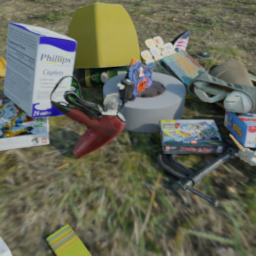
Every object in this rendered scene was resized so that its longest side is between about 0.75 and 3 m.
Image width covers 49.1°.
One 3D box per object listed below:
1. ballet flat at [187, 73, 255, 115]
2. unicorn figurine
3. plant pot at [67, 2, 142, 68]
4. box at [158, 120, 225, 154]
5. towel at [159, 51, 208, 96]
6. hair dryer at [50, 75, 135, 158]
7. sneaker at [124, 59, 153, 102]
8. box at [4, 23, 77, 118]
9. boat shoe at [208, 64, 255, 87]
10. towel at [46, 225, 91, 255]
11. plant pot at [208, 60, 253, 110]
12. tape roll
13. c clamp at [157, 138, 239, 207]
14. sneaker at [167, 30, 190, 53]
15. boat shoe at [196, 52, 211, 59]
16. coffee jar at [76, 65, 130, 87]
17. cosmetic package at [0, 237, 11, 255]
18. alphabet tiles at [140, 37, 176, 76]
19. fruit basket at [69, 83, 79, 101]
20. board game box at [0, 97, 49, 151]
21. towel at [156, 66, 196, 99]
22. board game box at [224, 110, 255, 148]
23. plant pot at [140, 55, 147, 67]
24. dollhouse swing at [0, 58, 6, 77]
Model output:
[{"bbox_3d":[2.885,-0.878,8.224,0.865,0.915,2.716,-33,41,-24],"label":"ballet flat"},{"bbox_3d":[4.015,0.913,7.074,2.579,0.952,1.771,0,21,-26],"label":"unicorn figurine"},{"bbox_3d":[-1.028,-3.601,11.072,2.253,2.305,2.238,-16,19,-42],"label":"plant pot"},{"bbox_3d":[1.756,0.235,7.986,1.655,0.312,1.130,0,40,-3],"label":"box"},{"bbox_3d":[2.359,-2.289,11.115,1.858,0.275,2.533,46,38,6],"label":"towel"},{"bbox_3d":[-1.001,-0.240,7.163,1.991,2.614,0.710,-1,39,-19],"label":"hair dryer"},{"bbox_3d":[0.351,-1.553,9.055,0.915,0.879,2.333,20,38,-3],"label":"sneaker"},{"bbox_3d":[-2.755,-1.779,8.555,1.220,2.326,2.139,-8,29,-44],"label":"box"},{"bbox_3d":[4.440,-1.758,10.853,0.900,0.978,2.738,-20,41,-40],"label":"boat shoe"},{"bbox_3d":[-1.090,2.445,5.446,0.523,0.110,1.216,-29,45,-28],"label":"towel"},{"bbox_3d":[3.623,-1.251,9.693,1.657,1.657,1.438,-12,53,-16],"label":"plant pot"},{"bbox_3d":[0.544,-0.987,9.671,2.780,0.918,2.780,0,34,0],"label":"tape roll"},{"bbox_3d":[2.022,0.902,7.510,2.597,0.352,2.218,-30,38,-36],"label":"c clamp"},{"bbox_3d":[2.456,-3.790,13.446,0.793,0.927,2.260,-11,35,54],"label":"sneaker"},{"bbox_3d":[3.840,-3.696,14.194,0.758,0.234,0.284,25,42,32],"label":"boat shoe"},{"bbox_3d":[-0.951,-2.187,11.373,2.210,0.943,1.152,3,33,3],"label":"coffee jar"},{"bbox_3d":[-2.874,2.233,5.345,1.500,0.555,0.763,28,44,36],"label":"cosmetic package"},{"bbox_3d":[1.445,-2.851,11.616,1.905,0.142,1.948,-27,87,-34],"label":"alphabet tiles"},{"bbox_3d":[-2.335,-1.408,10.212,1.040,1.040,0.750,12,63,17],"label":"fruit basket"},{"bbox_3d":[-3.440,-0.276,9.042,1.637,0.449,2.593,-8,35,-13],"label":"board game box"},{"bbox_3d":[1.872,-1.999,11.722,1.251,0.263,2.908,-14,37,-18],"label":"towel"},{"bbox_3d":[4.083,-0.017,7.998,2.130,0.595,2.086,4,17,5],"label":"board game box"},{"bbox_3d":[0.558,-2.390,11.841,0.939,0.939,1.004,-4,46,-6],"label":"plant pot"},{"bbox_3d":[-5.639,-2.693,12.337,0.796,0.823,0.906,-4,28,33],"label":"dollhouse swing"}]
